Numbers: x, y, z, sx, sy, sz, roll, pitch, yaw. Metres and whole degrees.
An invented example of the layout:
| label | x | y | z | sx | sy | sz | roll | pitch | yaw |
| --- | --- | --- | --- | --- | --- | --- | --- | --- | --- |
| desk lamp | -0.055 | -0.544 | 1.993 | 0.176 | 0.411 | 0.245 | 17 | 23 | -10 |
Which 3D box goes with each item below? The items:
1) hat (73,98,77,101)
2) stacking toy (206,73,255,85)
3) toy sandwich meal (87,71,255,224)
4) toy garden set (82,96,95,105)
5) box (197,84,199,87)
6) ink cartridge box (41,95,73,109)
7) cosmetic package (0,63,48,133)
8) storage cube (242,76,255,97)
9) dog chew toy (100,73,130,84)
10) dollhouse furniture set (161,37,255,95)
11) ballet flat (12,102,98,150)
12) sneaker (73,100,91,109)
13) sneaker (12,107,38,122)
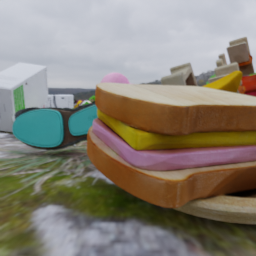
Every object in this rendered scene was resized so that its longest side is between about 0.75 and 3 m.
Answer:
| label | x | y | z | sx | sy | sz | roll | pitch | yaw |
| --- | --- | --- | --- | --- | --- | --- | --- | --- | --- |
| hat | -3.925 | -1.155 | 14.730 | 2.522 | 1.017 | 2.522 | 5 | 1 | 0 |
| stacking toy | 3.078 | -0.927 | 9.043 | 1.649 | 0.514 | 2.186 | -8 | -33 | -19 |
| toy sandwich meal | 0.935 | -0.079 | 2.916 | 2.837 | 0.972 | 2.837 | -3 | 18 | 1 |
| toy garden set | -0.725 | -0.715 | 10.267 | 1.374 | 0.329 | 1.648 | 38 | -47 | -24 |
| box | 1.242 | -0.859 | 9.945 | 1.556 | 0.802 | 2.668 | -33 | 16 | -15 |
| ink cartridge box | -2.980 | -0.814 | 11.334 | 1.418 | 1.036 | 0.598 | -6 | 9 | -35 |
| cosmetic package | -3.276 | -0.992 | 8.225 | 1.025 | 1.300 | 2.417 | 8 | 27 | 5 |
| storage cube | 3.217 | -0.550 | 6.811 | 1.333 | 1.402 | 1.560 | -3 | 4 | 13 |
| dog chew toy | -0.084 | -1.541 | 13.834 | 2.780 | 1.731 | 1.731 | 29 | 10 | 5 |
| dollhouse furniture set | 1.980 | -0.779 | 5.377 | 2.408 | 1.254 | 2.434 | -10 | 24 | 31 |
| ballet flat | -0.875 | 0.009 | 4.529 | 2.084 | 0.709 | 0.713 | -4 | -10 | 25 |
| sneaker | -2.202 | -1.122 | 15.068 | 2.194 | 0.822 | 0.989 | -1 | 0 | 1 |
| sneaker | -2.506 | -0.177 | 7.885 | 0.709 | 0.700 | 1.856 | -16 | -6 | 27 |
